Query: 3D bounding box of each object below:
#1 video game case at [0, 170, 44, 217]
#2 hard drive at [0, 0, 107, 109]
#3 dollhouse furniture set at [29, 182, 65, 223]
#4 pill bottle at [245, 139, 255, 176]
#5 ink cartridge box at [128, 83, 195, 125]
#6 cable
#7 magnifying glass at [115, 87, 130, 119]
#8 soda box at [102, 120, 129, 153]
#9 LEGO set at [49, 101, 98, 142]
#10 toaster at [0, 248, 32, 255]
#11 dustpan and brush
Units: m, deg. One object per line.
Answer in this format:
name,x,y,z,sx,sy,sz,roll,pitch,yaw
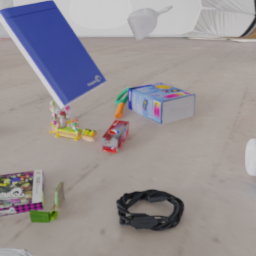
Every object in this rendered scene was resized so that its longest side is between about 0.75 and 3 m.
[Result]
video game case,-2.746,1.509,6.490,1.522,0.272,1.379,-6,24,-13
hard drive,-1.940,-2.072,7.628,0.349,2.753,1.816,-27,10,43
dollhouse furniture set,-1.691,1.610,5.971,0.390,0.505,1.010,3,25,6
pill bottle,4.029,0.812,7.208,1.739,0.976,0.976,4,24,7
ink cartridge box,1.207,-1.150,11.763,1.821,1.019,2.669,-15,26,-31
cable,0.477,1.722,6.000,1.443,0.367,1.177,-5,19,-6
magnifying glass,-0.265,-1.094,12.085,0.959,0.270,2.408,-36,22,25
soda box,-0.393,0.249,9.126,0.539,0.488,1.539,7,23,12
LEGO set,-2.150,-0.316,9.809,1.214,0.982,2.639,-15,28,-31
toaster,-1.670,2.382,3.170,1.146,1.303,2.017,0,23,1
dustpan and brush,0.840,-3.866,9.877,1.605,1.120,0.459,-17,57,12
